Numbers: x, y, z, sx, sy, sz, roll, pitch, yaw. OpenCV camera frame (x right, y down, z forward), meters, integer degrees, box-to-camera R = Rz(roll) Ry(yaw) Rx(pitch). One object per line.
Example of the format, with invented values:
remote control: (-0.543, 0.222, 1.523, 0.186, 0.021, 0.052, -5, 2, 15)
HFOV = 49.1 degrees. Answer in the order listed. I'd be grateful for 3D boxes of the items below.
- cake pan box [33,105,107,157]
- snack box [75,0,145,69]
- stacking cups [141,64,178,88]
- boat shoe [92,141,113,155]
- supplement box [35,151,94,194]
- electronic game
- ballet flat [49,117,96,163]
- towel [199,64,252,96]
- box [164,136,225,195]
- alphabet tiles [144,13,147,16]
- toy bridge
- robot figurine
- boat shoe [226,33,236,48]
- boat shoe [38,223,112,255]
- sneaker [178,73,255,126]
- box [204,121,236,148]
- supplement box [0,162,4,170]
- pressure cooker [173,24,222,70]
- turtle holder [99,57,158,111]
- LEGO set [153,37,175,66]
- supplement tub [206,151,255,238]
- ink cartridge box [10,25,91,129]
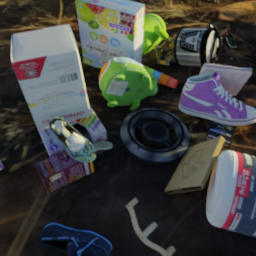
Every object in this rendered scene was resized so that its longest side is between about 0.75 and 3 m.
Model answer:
cake pan box: (-2.102, -0.029, 9.975, 2.066, 0.587, 2.244, -23, 54, -15)
snack box: (-0.685, -3.679, 11.357, 2.503, 2.968, 1.005, 21, 55, 16)
stacking cups: (1.204, -2.157, 11.698, 1.779, 0.538, 0.538, 24, 55, 19)
boat shoe: (-1.012, 0.706, 9.547, 1.034, 0.322, 0.386, -14, 52, -31)
supplement box: (-1.948, 1.252, 8.731, 1.589, 0.877, 0.681, -24, 54, -18)
electronic game: (0.936, 0.215, 9.796, 2.443, 0.508, 2.443, 3, 49, -4)
ballet flat: (-1.783, 0.316, 8.514, 0.761, 0.761, 2.051, -37, 52, -26)
towel: (3.507, -1.808, 10.616, 1.750, 1.832, 0.295, 7, 71, 4)
box: (2.019, 1.150, 8.507, 0.203, 1.559, 1.907, 44, 57, -10)
alphabet tiles: (-0.420, -6.192, 15.256, 2.404, 0.091, 2.010, 36, 60, 25)
toy bridge: (0.529, 2.755, 7.461, 0.601, 0.243, 1.789, -24, 70, -47)
robot figurine: (0.754, -4.275, 12.857, 2.125, 1.401, 2.423, 20, 53, 39)
boat shoe: (5.013, -4.240, 13.538, 0.344, 0.305, 0.921, -2, 51, -2)
boat shoe: (-1.407, 3.122, 7.323, 1.946, 0.819, 0.668, 3, 25, 18)
sneaker: (3.374, -1.072, 9.990, 2.878, 1.641, 1.043, 11, 36, 3)
box: (3.305, 0.179, 10.031, 0.919, 0.228, 0.912, 19, 53, 15)
supplement box: (-4.700, 1.259, 8.913, 1.161, 0.588, 0.600, -32, 58, -23)
pressure cooker: (2.976, -3.343, 11.613, 1.795, 1.578, 1.603, 14, 49, 33)
turtle holder: (0.046, -1.879, 10.662, 2.382, 1.810, 1.692, -16, 48, -7)
LEGO set: (1.852, -3.364, 12.327, 1.409, 1.083, 0.816, -27, 32, -30)
supplement tub: (3.752, 1.907, 7.404, 2.989, 2.098, 2.098, 13, 52, 11)
ink cartridge box: (-2.484, -1.662, 9.267, 1.898, 2.612, 1.889, -14, 46, -10)
